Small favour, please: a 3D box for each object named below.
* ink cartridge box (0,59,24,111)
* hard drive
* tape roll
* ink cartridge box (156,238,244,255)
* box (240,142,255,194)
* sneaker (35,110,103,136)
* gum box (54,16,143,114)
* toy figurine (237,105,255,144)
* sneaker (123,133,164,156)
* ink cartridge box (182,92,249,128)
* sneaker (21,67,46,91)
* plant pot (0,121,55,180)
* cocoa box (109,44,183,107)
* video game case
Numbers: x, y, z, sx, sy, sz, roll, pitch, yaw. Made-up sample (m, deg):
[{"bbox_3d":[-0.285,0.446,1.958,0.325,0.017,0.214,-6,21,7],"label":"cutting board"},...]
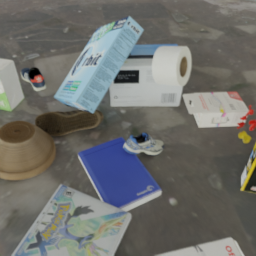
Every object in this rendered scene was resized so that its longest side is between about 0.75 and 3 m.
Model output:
[{"bbox_3d":[-5.263,-1.648,9.814,2.748,1.609,0.925,10,43,12],"label":"ink cartridge box"},{"bbox_3d":[-0.296,1.215,7.589,1.442,0.277,2.185,-19,45,-21],"label":"hard drive"},{"bbox_3d":[1.103,-1.548,7.035,0.663,0.965,0.965,11,41,32],"label":"tape roll"},{"bbox_3d":[1.315,3.029,5.146,1.925,0.797,1.410,-9,42,-10],"label":"ink cartridge box"},{"bbox_3d":[4.160,0.982,6.615,2.424,1.936,0.598,10,43,10],"label":"box"},{"bbox_3d":[-1.848,-0.189,8.985,2.179,0.767,0.823,-3,6,11],"label":"sneaker"},{"bbox_3d":[-1.043,-1.937,8.777,2.878,0.641,2.445,-59,29,-7],"label":"gum box"},{"bbox_3d":[4.579,0.184,8.130,1.408,1.240,2.351,-20,46,-28],"label":"toy figurine"},{"bbox_3d":[0.543,0.437,8.077,1.348,0.574,0.519,-1,36,-33],"label":"sneaker"},{"bbox_3d":[2.825,-0.615,9.377,1.939,0.654,1.129,-2,42,-4],"label":"ink cartridge box"},{"bbox_3d":[-3.774,-2.142,11.054,0.638,0.719,1.702,-29,49,-29],"label":"sneaker"},{"bbox_3d":[-3.045,0.431,7.849,1.950,0.900,1.950,6,39,-5],"label":"plant pot"},{"bbox_3d":[0.585,-1.895,10.025,2.521,1.682,1.655,-1,41,-1],"label":"cocoa box"},{"bbox_3d":[-1.232,2.434,6.041,1.930,0.233,2.118,18,52,19],"label":"video game case"}]
